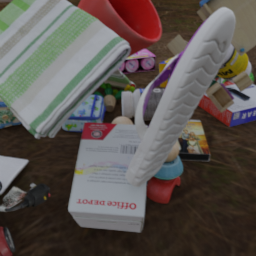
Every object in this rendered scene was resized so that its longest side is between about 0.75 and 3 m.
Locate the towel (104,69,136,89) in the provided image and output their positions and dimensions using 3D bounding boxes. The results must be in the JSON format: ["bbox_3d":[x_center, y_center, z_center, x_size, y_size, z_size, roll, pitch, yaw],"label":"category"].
[{"bbox_3d":[-0.995,-2.271,10.922,2.027,0.417,2.717,15,-8,24],"label":"towel"}]

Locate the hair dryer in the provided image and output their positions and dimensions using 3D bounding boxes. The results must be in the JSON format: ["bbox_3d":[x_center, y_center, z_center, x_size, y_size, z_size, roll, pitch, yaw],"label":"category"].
[{"bbox_3d":[-2.968,2.032,5.380,2.108,0.752,2.767,0,27,24],"label":"hair dryer"}]

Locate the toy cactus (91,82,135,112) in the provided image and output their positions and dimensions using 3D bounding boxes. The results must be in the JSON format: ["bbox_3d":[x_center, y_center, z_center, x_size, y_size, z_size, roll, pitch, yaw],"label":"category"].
[{"bbox_3d":[-0.676,-1.295,10.603,2.010,1.028,1.658,4,40,-9],"label":"toy cactus"}]

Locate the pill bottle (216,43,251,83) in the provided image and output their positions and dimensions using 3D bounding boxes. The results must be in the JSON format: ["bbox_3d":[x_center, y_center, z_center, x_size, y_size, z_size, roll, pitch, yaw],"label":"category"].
[{"bbox_3d":[3.026,-2.054,8.558,1.806,1.032,1.032,17,13,-46],"label":"pill bottle"}]

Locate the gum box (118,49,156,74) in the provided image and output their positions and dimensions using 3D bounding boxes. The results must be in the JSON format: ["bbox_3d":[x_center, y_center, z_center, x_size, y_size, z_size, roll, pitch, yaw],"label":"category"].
[{"bbox_3d":[0.078,-3.280,13.854,2.256,0.746,1.280,-9,33,-15],"label":"gum box"}]

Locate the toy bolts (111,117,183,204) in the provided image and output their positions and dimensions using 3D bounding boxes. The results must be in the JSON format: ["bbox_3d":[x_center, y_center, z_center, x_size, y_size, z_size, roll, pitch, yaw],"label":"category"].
[{"bbox_3d":[0.153,0.797,6.464,2.144,1.487,2.048,14,34,22],"label":"toy bolts"}]

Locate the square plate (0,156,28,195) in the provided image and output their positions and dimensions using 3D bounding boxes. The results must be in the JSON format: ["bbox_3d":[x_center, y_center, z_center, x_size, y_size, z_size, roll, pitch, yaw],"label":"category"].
[{"bbox_3d":[-3.434,1.189,7.078,1.345,0.191,1.332,6,32,10],"label":"square plate"}]

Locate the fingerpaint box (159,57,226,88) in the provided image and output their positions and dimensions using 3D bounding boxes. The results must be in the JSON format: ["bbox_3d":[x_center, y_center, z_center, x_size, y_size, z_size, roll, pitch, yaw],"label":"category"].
[{"bbox_3d":[2.853,-2.440,11.533,2.334,1.026,2.798,5,22,28],"label":"fingerpaint box"}]

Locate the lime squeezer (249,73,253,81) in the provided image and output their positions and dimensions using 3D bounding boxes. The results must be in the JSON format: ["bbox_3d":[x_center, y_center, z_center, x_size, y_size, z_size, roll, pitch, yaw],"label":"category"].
[{"bbox_3d":[5.245,-2.156,12.510,2.195,0.414,0.775,-29,11,-37],"label":"lime squeezer"}]

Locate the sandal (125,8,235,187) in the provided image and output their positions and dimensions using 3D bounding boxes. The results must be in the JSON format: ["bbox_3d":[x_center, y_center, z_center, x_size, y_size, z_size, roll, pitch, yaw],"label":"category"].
[{"bbox_3d":[0.504,-0.336,4.079,0.726,2.953,1.202,35,28,21],"label":"sandal"}]

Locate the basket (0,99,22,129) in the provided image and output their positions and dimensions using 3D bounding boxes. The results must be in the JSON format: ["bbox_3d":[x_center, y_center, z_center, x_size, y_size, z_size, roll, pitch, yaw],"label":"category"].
[{"bbox_3d":[-3.730,-1.261,8.916,2.152,2.440,1.697,-14,36,-21],"label":"basket"}]

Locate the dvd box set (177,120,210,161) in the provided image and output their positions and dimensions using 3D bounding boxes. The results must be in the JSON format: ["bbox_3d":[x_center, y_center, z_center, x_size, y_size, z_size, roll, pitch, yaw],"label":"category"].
[{"bbox_3d":[1.635,0.308,8.434,1.358,0.273,1.856,3,32,4],"label":"dvd box set"}]

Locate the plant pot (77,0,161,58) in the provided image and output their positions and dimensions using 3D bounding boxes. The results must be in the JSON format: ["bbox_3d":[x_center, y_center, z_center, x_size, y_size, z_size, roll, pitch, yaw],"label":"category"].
[{"bbox_3d":[-0.522,-2.689,7.509,1.939,2.192,2.192,-31,11,38],"label":"plant pot"}]

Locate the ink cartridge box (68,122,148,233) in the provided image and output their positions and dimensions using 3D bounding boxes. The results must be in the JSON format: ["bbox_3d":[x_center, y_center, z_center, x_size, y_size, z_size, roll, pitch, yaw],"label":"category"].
[{"bbox_3d":[-0.298,1.015,5.634,1.333,1.327,1.834,4,58,3],"label":"ink cartridge box"}]

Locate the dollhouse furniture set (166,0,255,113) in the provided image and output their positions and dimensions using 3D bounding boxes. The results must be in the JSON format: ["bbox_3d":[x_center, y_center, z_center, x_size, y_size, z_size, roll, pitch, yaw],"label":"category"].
[{"bbox_3d":[2.482,-2.038,6.687,2.240,2.372,1.548,51,20,-1],"label":"dollhouse furniture set"}]

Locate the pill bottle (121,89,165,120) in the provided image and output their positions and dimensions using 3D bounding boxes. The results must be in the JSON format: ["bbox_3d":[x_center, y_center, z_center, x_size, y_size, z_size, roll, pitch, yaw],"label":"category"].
[{"bbox_3d":[0.730,-0.793,9.483,1.874,1.066,1.066,-1,31,-4],"label":"pill bottle"}]

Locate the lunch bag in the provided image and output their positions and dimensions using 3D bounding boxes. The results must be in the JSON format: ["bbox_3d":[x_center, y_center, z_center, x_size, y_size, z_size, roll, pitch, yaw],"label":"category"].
[{"bbox_3d":[-1.470,-0.540,9.459,1.351,0.693,1.681,3,32,0],"label":"lunch bag"}]

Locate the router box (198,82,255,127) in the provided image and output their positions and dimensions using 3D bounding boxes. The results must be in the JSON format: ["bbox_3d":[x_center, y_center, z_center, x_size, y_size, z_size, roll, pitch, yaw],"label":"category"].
[{"bbox_3d":[3.962,-1.002,10.282,2.367,0.578,2.124,-13,34,-21],"label":"router box"}]

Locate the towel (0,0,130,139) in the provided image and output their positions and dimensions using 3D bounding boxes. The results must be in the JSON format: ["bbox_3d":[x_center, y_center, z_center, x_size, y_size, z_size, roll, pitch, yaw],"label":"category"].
[{"bbox_3d":[-1.539,-1.317,4.897,2.067,0.425,2.771,-46,63,-6],"label":"towel"}]
